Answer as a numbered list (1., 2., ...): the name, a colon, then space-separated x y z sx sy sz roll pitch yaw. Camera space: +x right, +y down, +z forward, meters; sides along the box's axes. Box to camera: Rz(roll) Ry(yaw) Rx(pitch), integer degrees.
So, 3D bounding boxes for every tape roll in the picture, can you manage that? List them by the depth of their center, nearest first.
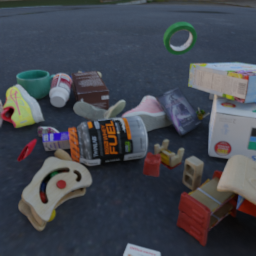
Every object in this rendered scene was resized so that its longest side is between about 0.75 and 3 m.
1. tape roll: 1.648 -2.835 8.915 1.026 1.026 0.247 -4 47 -7

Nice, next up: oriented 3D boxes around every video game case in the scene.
1. video game case: 1.856 -0.623 10.157 1.177 0.156 1.648 -27 80 -32

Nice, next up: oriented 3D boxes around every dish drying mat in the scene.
1. dish drying mat: -2.873 0.631 8.059 0.120 0.506 1.318 28 0 -9

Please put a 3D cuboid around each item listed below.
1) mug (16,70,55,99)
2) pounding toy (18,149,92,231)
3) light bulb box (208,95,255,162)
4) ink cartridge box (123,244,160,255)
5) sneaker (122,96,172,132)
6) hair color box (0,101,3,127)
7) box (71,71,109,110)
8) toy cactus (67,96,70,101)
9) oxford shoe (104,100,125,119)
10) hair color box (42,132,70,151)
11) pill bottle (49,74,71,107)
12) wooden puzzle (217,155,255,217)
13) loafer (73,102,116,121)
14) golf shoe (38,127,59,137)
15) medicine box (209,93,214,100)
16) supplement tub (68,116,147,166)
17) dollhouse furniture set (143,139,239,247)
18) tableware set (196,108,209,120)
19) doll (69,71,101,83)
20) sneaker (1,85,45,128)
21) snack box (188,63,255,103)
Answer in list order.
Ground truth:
1. mug: -4.079 -1.872 12.569 1.667 1.031 1.370 12 31 19
2. pounding toy: -1.764 1.581 7.048 1.249 1.254 2.185 30 42 -4
3. light bulb box: 3.842 -0.108 8.908 2.350 1.479 2.371 8 25 13
4. ink cartridge box: 0.163 2.721 5.196 0.686 0.394 0.946 9 31 16
5. sneaker: 0.520 -0.526 10.206 2.342 0.882 1.224 -9 42 -32
6. hair color box: -5.053 -0.393 9.543 0.884 1.461 2.921 -9 31 -9
7. box: -1.710 -1.645 12.305 1.271 0.951 2.538 -8 29 -13
8. toy cactus: -2.916 -1.162 12.105 0.810 0.414 0.668 -5 49 -13
9. oxford shoe: -0.446 -0.536 8.563 0.384 1.021 0.295 4 53 -38
10. hair color box: -2.165 0.426 8.967 1.040 0.569 0.337 -6 57 -11
11. pill bottle: -2.835 -1.555 11.692 0.802 0.802 1.419 0 46 -1
12. wooden puzzle: 3.364 1.671 5.848 2.938 0.680 2.722 27 16 19
13. loafer: -1.065 -0.378 9.636 1.740 0.626 0.547 28 -9 -14
14. golf shoe: -2.603 0.148 9.537 1.114 0.420 0.510 13 15 38
15. medicine box: 4.146 -1.536 12.602 0.743 0.420 0.816 16 34 25
16. supplement tub: -0.624 0.395 8.315 2.169 1.329 1.329 -8 31 -14
17. dollhouse furniture set: 1.319 1.414 6.857 1.338 1.011 2.487 -21 36 -33
18. tableware set: 2.362 -0.513 10.650 0.853 0.194 1.267 -32 26 -27
19. doll: -2.326 -2.596 14.387 2.003 0.485 1.367 -15 33 -23
20. sneaker: -4.331 -0.815 10.739 1.286 1.113 2.849 -31 35 -24
21. snack box: 3.616 -1.562 9.104 2.184 0.876 2.590 -8 21 -25
